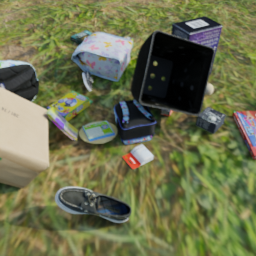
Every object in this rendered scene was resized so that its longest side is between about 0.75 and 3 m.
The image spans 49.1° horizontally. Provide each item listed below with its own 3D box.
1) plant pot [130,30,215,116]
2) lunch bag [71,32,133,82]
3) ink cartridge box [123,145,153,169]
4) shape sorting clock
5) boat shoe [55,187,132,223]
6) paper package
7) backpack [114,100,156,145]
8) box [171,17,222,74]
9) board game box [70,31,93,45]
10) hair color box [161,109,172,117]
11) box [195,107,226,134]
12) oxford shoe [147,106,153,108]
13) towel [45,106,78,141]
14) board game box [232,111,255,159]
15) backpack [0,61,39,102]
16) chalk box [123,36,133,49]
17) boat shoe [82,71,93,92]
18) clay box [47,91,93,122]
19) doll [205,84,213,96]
[{"bbox_3d":[1.356,-1.980,10.675,2.503,2.497,2.220,10,5,-22],"label":"plant pot"},{"bbox_3d":[-1.257,-3.576,13.807,2.459,1.563,2.085,18,46,4],"label":"lunch bag"},{"bbox_3d":[0.336,0.992,9.758,0.866,0.205,0.693,-23,47,-25],"label":"ink cartridge box"},{"bbox_3d":[-1.122,0.173,10.577,1.431,0.281,1.431,0,38,0],"label":"shape sorting clock"},{"bbox_3d":[-0.916,2.071,7.749,2.159,0.611,0.741,18,57,-11],"label":"boat shoe"},{"bbox_3d":[-4.072,0.127,8.650,2.958,1.530,2.820,30,27,-36],"label":"paper package"},{"bbox_3d":[0.179,-0.308,10.540,1.441,1.062,1.578,-12,45,-13],"label":"backpack"},{"bbox_3d":[3.019,-3.622,13.088,1.866,2.521,1.315,-21,46,-20],"label":"box"},{"bbox_3d":[-2.334,-5.188,16.494,1.862,0.262,1.259,33,52,31],"label":"board game box"},{"bbox_3d":[1.678,-0.834,11.727,0.401,0.242,0.789,16,43,18],"label":"hair color box"},{"bbox_3d":[3.225,-0.303,10.963,0.811,0.511,0.825,31,50,27],"label":"box"},{"bbox_3d":[1.068,-1.332,12.083,0.448,0.520,1.232,12,45,10],"label":"oxford shoe"},{"bbox_3d":[-2.358,-0.160,10.175,0.161,1.418,1.019,-41,15,10],"label":"towel"},{"bbox_3d":[4.937,0.202,10.610,1.247,0.236,2.422,0,42,-2],"label":"board game box"},{"bbox_3d":[-4.963,-1.642,11.196,2.253,2.391,2.930,18,37,38],"label":"backpack"},{"bbox_3d":[-0.088,-4.751,15.785,0.586,0.583,0.941,24,46,26],"label":"chalk box"},{"bbox_3d":[-1.808,-2.169,12.924,0.394,0.416,1.161,-25,52,7],"label":"boat shoe"},{"bbox_3d":[-2.401,-0.962,11.738,1.002,0.415,1.743,24,48,26],"label":"clay box"},{"bbox_3d":[2.647,-2.439,12.390,2.780,1.897,0.674,41,38,0],"label":"doll"}]
